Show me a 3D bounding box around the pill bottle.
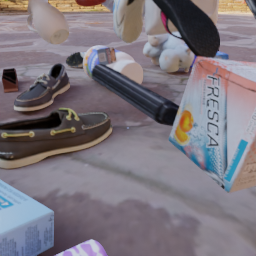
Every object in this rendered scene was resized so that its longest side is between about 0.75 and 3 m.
[{"bbox_3d":[-0.530,-2.053,9.777,1.311,1.311,2.340,-16,30,-28],"label":"pill bottle"}]

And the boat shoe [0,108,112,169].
[{"bbox_3d":[-1.523,0.035,6.149,2.742,0.826,0.977,-19,32,-33],"label":"boat shoe"}]

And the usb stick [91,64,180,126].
[{"bbox_3d":[0.045,-0.460,3.521,0.461,0.271,1.663,19,13,-41],"label":"usb stick"}]

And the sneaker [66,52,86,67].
[{"bbox_3d":[-1.727,-3.018,12.535,2.107,0.764,0.757,-8,67,7],"label":"sneaker"}]

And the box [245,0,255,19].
[{"bbox_3d":[2.757,-2.961,5.494,0.999,1.747,1.919,-31,-8,26],"label":"box"}]

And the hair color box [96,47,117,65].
[{"bbox_3d":[-0.531,-1.813,7.078,0.244,0.398,0.804,-5,17,14],"label":"hair color box"}]

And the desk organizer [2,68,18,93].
[{"bbox_3d":[-4.205,-1.710,9.981,0.468,0.502,1.304,-9,28,-18],"label":"desk organizer"}]

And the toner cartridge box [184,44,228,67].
[{"bbox_3d":[3.182,-3.407,13.191,1.407,0.639,2.961,-10,28,-19],"label":"toner cartridge box"}]

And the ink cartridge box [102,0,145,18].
[{"bbox_3d":[0.225,-4.853,9.266,1.504,2.079,1.511,28,-24,-23],"label":"ink cartridge box"}]

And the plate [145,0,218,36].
[{"bbox_3d":[1.826,-4.380,8.475,2.878,2.884,0.466,-15,29,-25],"label":"plate"}]

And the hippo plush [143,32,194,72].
[{"bbox_3d":[2.000,-3.106,11.992,2.390,1.903,1.921,-16,59,-6],"label":"hippo plush"}]

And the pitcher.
[{"bbox_3d":[-2.080,-2.615,7.021,0.762,1.078,1.257,-21,71,-46],"label":"pitcher"}]

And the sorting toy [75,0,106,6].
[{"bbox_3d":[-0.990,-3.436,6.578,1.031,0.705,1.716,-23,43,-19],"label":"sorting toy"}]

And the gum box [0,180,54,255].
[{"bbox_3d":[-2.563,1.252,3.229,2.166,0.568,2.549,14,16,36],"label":"gum box"}]

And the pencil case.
[{"bbox_3d":[-0.887,1.776,2.981,1.548,0.662,0.650,-14,-10,-26],"label":"pencil case"}]

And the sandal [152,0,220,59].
[{"bbox_3d":[1.261,-2.780,7.021,1.056,0.634,2.811,-31,80,-28],"label":"sandal"}]

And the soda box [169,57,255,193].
[{"bbox_3d":[1.695,-0.109,2.857,2.541,0.869,0.808,-3,31,-31],"label":"soda box"}]

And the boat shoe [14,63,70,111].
[{"bbox_3d":[-2.707,-1.342,8.828,1.014,0.875,2.790,7,27,13],"label":"boat shoe"}]

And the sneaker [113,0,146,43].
[{"bbox_3d":[0.052,-2.639,5.481,0.724,2.016,0.730,-25,63,-30],"label":"sneaker"}]
